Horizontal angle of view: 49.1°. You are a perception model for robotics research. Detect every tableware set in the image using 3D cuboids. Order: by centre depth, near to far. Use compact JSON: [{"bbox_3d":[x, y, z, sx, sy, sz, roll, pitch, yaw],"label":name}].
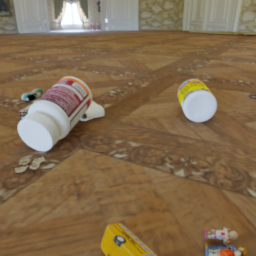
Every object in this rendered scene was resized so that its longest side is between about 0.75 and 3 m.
[{"bbox_3d":[-2.778,1.030,7.920,0.816,0.095,0.681,-10,22,-4],"label":"tableware set"}]

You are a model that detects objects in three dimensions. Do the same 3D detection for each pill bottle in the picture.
[{"bbox_3d":[-2.383,-0.521,9.405,1.457,1.457,2.660,9,38,18],"label":"pill bottle"},{"bbox_3d":[2.762,-1.232,11.569,1.278,1.278,2.340,1,24,2],"label":"pill bottle"}]

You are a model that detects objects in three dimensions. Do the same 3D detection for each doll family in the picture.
[{"bbox_3d":[1.761,2.251,5.024,0.719,0.522,1.159,-1,6,14],"label":"doll family"}]

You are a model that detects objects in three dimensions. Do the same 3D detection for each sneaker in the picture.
[{"bbox_3d":[-1.795,-0.747,11.361,0.937,0.598,1.622,-20,28,-34],"label":"sneaker"},{"bbox_3d":[-4.456,-1.526,13.349,0.475,0.425,1.190,21,34,24],"label":"sneaker"}]

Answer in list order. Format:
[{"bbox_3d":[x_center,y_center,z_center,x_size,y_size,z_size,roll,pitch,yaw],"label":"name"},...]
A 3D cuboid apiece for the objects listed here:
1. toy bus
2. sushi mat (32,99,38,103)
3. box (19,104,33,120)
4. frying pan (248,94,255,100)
[{"bbox_3d":[0.085,2.238,4.797,0.552,0.459,1.409,11,11,-44],"label":"toy bus"},{"bbox_3d":[-4.057,-1.365,13.351,0.545,0.069,1.140,8,25,15],"label":"sushi mat"},{"bbox_3d":[-3.122,-0.591,11.275,2.098,0.364,1.155,6,25,14],"label":"box"},{"bbox_3d":[6.054,-1.227,10.913,2.286,1.383,0.372,27,18,-10],"label":"frying pan"}]
